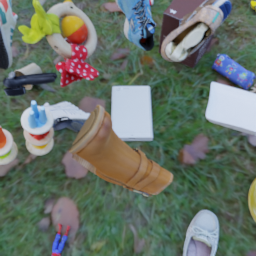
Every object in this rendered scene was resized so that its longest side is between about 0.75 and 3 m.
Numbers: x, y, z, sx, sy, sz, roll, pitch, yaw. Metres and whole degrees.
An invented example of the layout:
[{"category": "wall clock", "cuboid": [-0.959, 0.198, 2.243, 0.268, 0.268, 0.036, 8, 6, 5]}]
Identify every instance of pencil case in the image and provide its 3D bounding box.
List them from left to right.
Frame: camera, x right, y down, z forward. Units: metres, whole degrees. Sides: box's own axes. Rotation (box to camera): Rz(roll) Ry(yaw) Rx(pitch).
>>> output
[{"category": "pencil case", "cuboid": [4.154, -2.226, 11.026, 1.720, 0.671, 0.747, 41, 99, 19]}]

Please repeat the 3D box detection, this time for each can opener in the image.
[{"category": "can opener", "cuboid": [-3.079, -1.481, 8.770, 1.743, 0.685, 0.552, -12, 42, 3]}]

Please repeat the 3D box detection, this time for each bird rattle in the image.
[{"category": "bird rattle", "cuboid": [-1.594, -2.496, 7.764, 2.512, 1.415, 2.048, 42, 55, -16]}]

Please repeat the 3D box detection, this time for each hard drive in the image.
[{"category": "hard drive", "cuboid": [0.120, -0.566, 10.334, 1.467, 0.292, 2.224, 0, 61, 0]}]

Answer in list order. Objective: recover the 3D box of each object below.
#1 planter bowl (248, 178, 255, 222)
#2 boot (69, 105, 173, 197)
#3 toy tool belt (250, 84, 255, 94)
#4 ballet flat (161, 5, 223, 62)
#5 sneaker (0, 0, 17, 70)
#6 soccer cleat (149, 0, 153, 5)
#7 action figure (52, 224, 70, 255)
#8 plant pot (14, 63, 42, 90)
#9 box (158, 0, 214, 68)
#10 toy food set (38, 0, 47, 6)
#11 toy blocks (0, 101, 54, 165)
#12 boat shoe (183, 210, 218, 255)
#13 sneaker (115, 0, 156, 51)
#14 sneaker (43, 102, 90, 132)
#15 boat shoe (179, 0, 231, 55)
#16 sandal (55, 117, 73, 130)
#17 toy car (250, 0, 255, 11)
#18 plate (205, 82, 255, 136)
[{"category": "planter bowl", "cuboid": [4.887, 2.339, 8.022, 2.573, 1.072, 2.573, -17, 44, 17]}, {"category": "boot", "cuboid": [-0.033, 0.684, 6.253, 2.319, 2.998, 1.105, 29, 72, -2]}, {"category": "toy tool belt", "cuboid": [4.991, -1.378, 10.692, 1.026, 0.641, 0.631, -33, 34, -20]}, {"category": "ballet flat", "cuboid": [1.501, -2.300, 7.505, 0.810, 2.379, 0.800, 31, 61, -11]}, {"category": "sneaker", "cuboid": [-3.712, -2.880, 8.442, 0.868, 2.464, 1.152, 24, 53, 4]}, {"category": "soccer cleat", "cuboid": [1.118, -6.521, 13.566, 0.650, 0.524, 1.526, -11, 56, 2]}, {"category": "action figure", "cuboid": [-2.049, 3.416, 7.899, 0.446, 0.676, 1.366, 10, 64, 6]}, {"category": "plant pot", "cuboid": [-3.842, -2.072, 10.938, 0.872, 0.872, 0.798, 27, 53, 14]}, {"category": "box", "cuboid": [2.414, -3.906, 11.185, 1.712, 2.086, 1.730, 30, 65, 16]}, {"category": "toy food set", "cuboid": [-3.052, -4.453, 9.226, 0.258, 0.856, 0.614, -14, 42, 26]}, {"category": "toy blocks", "cuboid": [-2.829, 0.114, 7.142, 1.836, 2.203, 0.800, -14, 69, -21]}, {"category": "boat shoe", "cuboid": [1.958, 3.442, 7.778, 0.911, 0.793, 2.473, 25, 64, 13]}, {"category": "sneaker", "cuboid": [0.427, -3.199, 8.042, 0.998, 2.545, 1.145, -35, 66, -4]}, {"category": "sneaker", "cuboid": [-2.089, -0.470, 9.972, 2.419, 0.901, 1.054, 6, 56, 3]}, {"category": "boat shoe", "cuboid": [2.078, -3.148, 8.859, 2.374, 0.858, 0.859, -39, 48, 6]}, {"category": "sandal", "cuboid": [-1.598, -0.156, 6.888, 0.454, 1.195, 0.256, -21, 98, -13]}, {"category": "toy car", "cuboid": [6.818, -5.775, 13.212, 1.794, 0.400, 1.688, 33, 65, 16]}, {"category": "plate", "cuboid": [3.032, -0.431, 7.476, 1.891, 0.306, 1.887, 17, 40, 8]}]
